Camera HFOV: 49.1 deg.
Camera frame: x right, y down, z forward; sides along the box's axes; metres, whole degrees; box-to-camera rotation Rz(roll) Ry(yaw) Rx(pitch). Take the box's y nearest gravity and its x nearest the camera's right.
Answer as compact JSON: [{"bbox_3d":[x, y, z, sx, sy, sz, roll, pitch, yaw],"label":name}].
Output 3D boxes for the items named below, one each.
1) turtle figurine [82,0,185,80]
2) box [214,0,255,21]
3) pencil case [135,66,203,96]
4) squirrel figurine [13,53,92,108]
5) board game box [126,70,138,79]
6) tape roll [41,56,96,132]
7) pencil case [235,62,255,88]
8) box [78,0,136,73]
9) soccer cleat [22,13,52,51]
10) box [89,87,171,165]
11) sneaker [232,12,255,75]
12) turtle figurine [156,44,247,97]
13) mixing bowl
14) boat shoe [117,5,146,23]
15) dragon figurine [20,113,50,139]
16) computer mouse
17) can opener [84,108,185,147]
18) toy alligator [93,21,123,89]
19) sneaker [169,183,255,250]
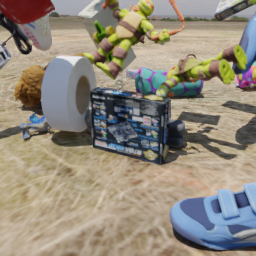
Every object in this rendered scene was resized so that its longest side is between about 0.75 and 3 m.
[{"bbox_3d":[-0.103,-2.178,6.262,2.473,1.995,0.797,41,4,23],"label":"turtle figurine"},{"bbox_3d":[3.445,-3.913,8.439,1.612,0.280,0.887,-8,51,55],"label":"box"},{"bbox_3d":[1.652,-1.908,11.466,2.637,1.219,1.122,-1,13,-6],"label":"pencil case"},{"bbox_3d":[-2.864,-1.764,10.451,2.781,1.968,2.596,-10,19,-29],"label":"squirrel figurine"},{"bbox_3d":[0.602,-2.841,14.659,1.260,0.389,1.261,14,27,27],"label":"board game box"},{"bbox_3d":[-1.639,-0.972,8.169,0.764,2.183,2.183,5,24,13],"label":"tape roll"},{"bbox_3d":[6.324,-2.345,12.500,2.916,1.289,1.289,-2,24,-2],"label":"pencil case"},{"bbox_3d":[-0.694,-3.301,10.225,0.842,2.464,1.012,28,68,41],"label":"box"},{"bbox_3d":[-2.840,-3.374,8.741,1.006,2.329,0.814,17,56,27],"label":"soccer cleat"},{"bbox_3d":[0.009,-0.090,6.866,1.988,1.580,0.457,12,27,26],"label":"box"},{"bbox_3d":[3.489,-2.269,7.026,1.123,1.010,2.731,30,64,17],"label":"sneaker"},{"bbox_3d":[1.706,-1.428,6.888,2.666,0.859,2.150,-28,14,-35],"label":"turtle figurine"},{"bbox_3d":[-2.492,-2.866,6.125,1.567,0.848,1.567,38,-2,2],"label":"mixing bowl"},{"bbox_3d":[0.002,-2.987,7.914,0.634,0.669,1.767,18,43,9],"label":"boat shoe"},{"bbox_3d":[-2.683,-0.168,8.428,0.803,0.476,1.616,0,25,0],"label":"dragon figurine"},{"bbox_3d":[-3.731,-1.997,7.604,0.514,1.286,2.345,2,49,50],"label":"computer mouse"},{"bbox_3d":[0.154,-0.133,7.984,2.926,0.780,0.978,8,26,16],"label":"can opener"},{"bbox_3d":[-0.445,-2.052,7.818,0.634,1.912,0.459,-6,20,39],"label":"toy alligator"},{"bbox_3d":[1.909,1.295,4.413,2.485,1.022,0.919,1,26,6],"label":"sneaker"}]
